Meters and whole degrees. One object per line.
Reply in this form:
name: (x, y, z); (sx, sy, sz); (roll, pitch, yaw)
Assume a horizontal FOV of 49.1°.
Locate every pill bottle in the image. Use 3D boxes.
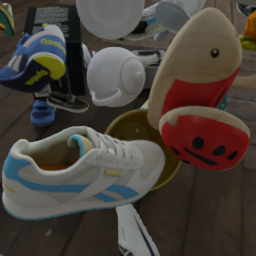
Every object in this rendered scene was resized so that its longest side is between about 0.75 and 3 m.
pill bottle: (-0.499, -3.503, 7.644); (1.592, 1.592, 2.867); (-2, 30, -3)

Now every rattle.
rattle: (2.276, -1.241, 5.916); (1.995, 1.425, 1.299); (-41, 90, 5)

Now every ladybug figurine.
ladybug figurine: (1.240, 0.234, 4.521); (1.829, 1.241, 0.658); (23, 57, -34)
ladybug figurine: (1.206, -0.749, 5.079); (1.005, 2.793, 1.896); (38, 67, 17)

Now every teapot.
teapot: (-0.132, -1.059, 5.950); (1.023, 1.400, 1.382); (10, 0, 42)

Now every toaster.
toaster: (0.792, -2.242, 10.878); (1.737, 1.031, 1.571); (0, 39, 0)

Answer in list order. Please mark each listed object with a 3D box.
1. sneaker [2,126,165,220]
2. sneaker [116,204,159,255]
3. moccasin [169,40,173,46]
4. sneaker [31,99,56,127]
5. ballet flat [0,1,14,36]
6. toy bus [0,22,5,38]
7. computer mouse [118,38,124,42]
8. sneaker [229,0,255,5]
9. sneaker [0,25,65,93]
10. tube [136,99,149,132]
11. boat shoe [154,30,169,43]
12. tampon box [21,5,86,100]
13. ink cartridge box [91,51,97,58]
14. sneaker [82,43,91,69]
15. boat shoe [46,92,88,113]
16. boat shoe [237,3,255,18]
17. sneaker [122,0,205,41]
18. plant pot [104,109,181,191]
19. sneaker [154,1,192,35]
sneaker: (-0.397, 0.498, 3.762); (2.362, 0.954, 0.904); (-9, 43, -33)
sneaker: (0.032, 2.220, 5.898); (0.648, 0.615, 1.610); (-24, 43, -13)
moccasin: (2.084, -3.228, 10.290); (1.237, 0.477, 0.452); (-16, 43, -5)
sneaker: (-2.765, -0.856, 9.358); (0.766, 0.852, 2.071); (3, 41, 0)
ballet flat: (-4.081, -3.838, 8.732); (0.727, 2.057, 0.727); (-9, 57, 14)
toy bus: (-4.139, -2.774, 6.727); (2.290, 0.897, 0.745); (35, 7, 10)
computer mouse: (-0.536, -3.896, 10.552); (0.305, 0.763, 1.392); (-31, 59, 9)
sneaker: (2.928, -3.849, 7.192); (1.885, 0.695, 1.090); (1, 82, -20)
sneaker: (-1.922, -1.296, 5.607); (2.189, 0.809, 0.900); (-12, 70, 42)
tube: (1.141, -0.885, 9.009); (0.846, 0.757, 2.914); (37, 62, 5)
boat shoe: (1.389, -3.979, 10.622); (0.494, 1.510, 0.556); (40, 12, 32)
tampon box: (-2.210, -2.392, 8.688); (1.587, 1.885, 2.515); (-6, 44, -7)
ink cartridge box: (-0.846, -2.693, 11.865); (1.298, 0.282, 1.286); (10, 35, -25)
sneaker: (-2.191, -3.154, 12.236); (0.920, 0.949, 2.597); (-28, 40, -5)
boat shoe: (-1.478, -0.651, 6.983); (1.052, 0.335, 0.372); (8, 57, -22)
boat shoe: (3.749, -3.553, 8.495); (0.407, 0.383, 1.132); (-27, 64, -5)
sneaker: (1.008, -3.415, 8.757); (2.901, 1.088, 1.257); (-21, 19, 23)
plant pot: (0.210, 0.420, 7.218); (2.016, 2.016, 1.431); (-9, 13, -11)
sneaker: (1.566, -2.762, 7.813); (1.975, 0.721, 0.699); (41, 6, 10)
